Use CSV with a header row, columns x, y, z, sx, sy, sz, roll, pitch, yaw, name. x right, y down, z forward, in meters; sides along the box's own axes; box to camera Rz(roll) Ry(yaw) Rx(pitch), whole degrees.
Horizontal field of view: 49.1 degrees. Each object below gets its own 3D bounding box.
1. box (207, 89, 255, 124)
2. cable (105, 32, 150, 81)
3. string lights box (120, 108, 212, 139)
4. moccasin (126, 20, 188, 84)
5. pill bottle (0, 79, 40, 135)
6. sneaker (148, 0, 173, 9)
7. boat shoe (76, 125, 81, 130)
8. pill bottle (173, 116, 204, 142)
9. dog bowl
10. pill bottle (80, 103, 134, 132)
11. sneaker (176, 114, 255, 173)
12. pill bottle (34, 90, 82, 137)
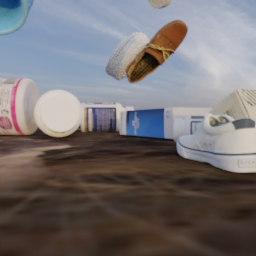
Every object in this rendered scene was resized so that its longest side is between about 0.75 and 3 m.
x,y,z,sx,sy,sz,roll,pitch,yaw,name
1.860,-0.064,3.586,1.652,0.565,0.679,0,-28,-27,box
0.034,-2.814,11.193,0.735,2.122,2.122,43,21,8,cable
0.840,-0.111,6.897,1.195,0.686,2.326,-1,2,-30,string lights box
0.787,-2.163,8.135,2.268,0.830,0.875,-35,26,22,moccasin
-4.081,-0.589,7.896,2.803,1.589,1.589,0,1,0,pill bottle
0.901,-3.178,4.923,1.196,2.069,0.762,-15,24,-41,sneaker
-1.679,-0.213,11.636,2.140,0.757,0.681,-12,9,-43,boat shoe
1.234,0.042,4.777,0.869,0.503,0.503,1,2,17,pill bottle
-2.888,-2.516,4.788,2.569,0.637,1.432,19,-47,-41,dog bowl
-0.765,-0.377,10.199,1.903,1.057,1.057,0,2,-7,pill bottle
0.891,0.099,2.867,0.506,0.491,1.386,0,2,-13,sneaker
-1.821,-0.359,7.283,1.178,1.178,2.120,0,2,-16,pill bottle
